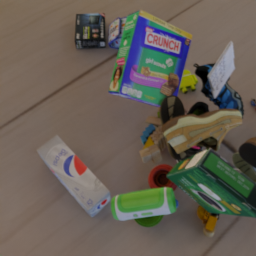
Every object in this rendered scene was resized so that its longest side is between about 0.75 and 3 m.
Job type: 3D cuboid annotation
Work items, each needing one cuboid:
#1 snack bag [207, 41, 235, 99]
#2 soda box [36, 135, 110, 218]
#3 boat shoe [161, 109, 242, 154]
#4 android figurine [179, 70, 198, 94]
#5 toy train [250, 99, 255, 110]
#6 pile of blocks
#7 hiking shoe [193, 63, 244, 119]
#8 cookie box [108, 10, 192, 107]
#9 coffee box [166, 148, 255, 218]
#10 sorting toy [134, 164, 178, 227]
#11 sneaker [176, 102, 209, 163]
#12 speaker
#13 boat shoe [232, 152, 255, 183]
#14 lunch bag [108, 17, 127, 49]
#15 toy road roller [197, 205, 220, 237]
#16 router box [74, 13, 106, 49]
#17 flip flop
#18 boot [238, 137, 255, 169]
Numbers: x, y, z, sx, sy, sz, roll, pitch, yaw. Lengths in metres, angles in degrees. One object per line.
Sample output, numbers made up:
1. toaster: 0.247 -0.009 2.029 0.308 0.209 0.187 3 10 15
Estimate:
1. snack bag: 3.043 -1.772 9.023 0.161 1.508 1.422 29 80 31
2. soda box: -1.795 1.555 9.237 0.877 0.944 2.766 -39 66 -20
3. boat shoe: 2.294 0.195 8.030 2.909 1.043 1.108 -11 68 -28
4. android figurine: 2.335 -1.970 11.678 1.089 0.246 1.196 -17 62 -9
5. toy train: 5.150 -0.727 11.009 0.243 0.181 1.059 -29 64 -2
6. pile of blocks: 1.119 0.237 10.141 1.124 0.851 2.737 18 55 30
7. hiking shoe: 3.205 -1.174 10.118 1.178 1.011 2.718 -6 60 -9
8. cookie box: 0.765 -2.184 9.453 2.269 0.997 2.652 12 93 -30
9. coffee box: 2.105 1.470 7.226 1.759 2.861 0.629 38 75 6
10. sorting toy: 1.025 2.225 8.985 1.241 0.848 2.066 25 79 24
11. sneaker: 2.313 0.169 9.878 0.986 1.169 2.672 16 64 8
12. speaker: 0.370 1.846 6.786 1.494 0.661 0.661 -12 59 14
13. boat shoe: 4.249 1.446 9.517 0.568 0.621 1.662 -32 78 -34
14. lunch bag: -0.144 -4.290 12.634 1.572 0.973 1.336 -7 58 12
15. toy road roller: 2.437 2.836 8.733 0.683 0.575 0.936 16 55 23
16. router box: -1.733 -4.487 12.944 1.367 0.567 1.824 -3 60 -2
17. flip flop: 1.508 0.003 9.432 0.883 0.627 2.177 -14 96 -12
18. boot: 4.869 1.292 8.900 1.016 0.991 2.692 -25 64 -43
